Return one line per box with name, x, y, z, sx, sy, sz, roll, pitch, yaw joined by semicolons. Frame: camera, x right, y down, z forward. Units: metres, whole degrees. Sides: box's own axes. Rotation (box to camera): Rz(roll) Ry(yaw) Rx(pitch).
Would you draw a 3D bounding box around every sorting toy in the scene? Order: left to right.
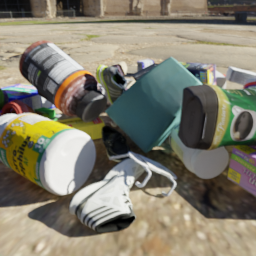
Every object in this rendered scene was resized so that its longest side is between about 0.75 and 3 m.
sorting toy;-4.017;-0.570;9.489;2.417;1.452;0.992;36;21;21

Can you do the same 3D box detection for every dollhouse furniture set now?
dollhouse furniture set;0.445;-1.085;9.666;2.747;2.177;1.950;0;39;39

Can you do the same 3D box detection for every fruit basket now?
fruit basket;-3.170;-0.227;9.972;1.116;0.565;1.205;13;46;29

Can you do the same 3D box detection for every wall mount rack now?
wall mount rack;0.349;0.995;6.730;1.639;0.611;1.424;29;8;-39

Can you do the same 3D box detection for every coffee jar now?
coffee jar;2.564;-0.257;6.425;2.806;1.463;1.197;0;22;-9

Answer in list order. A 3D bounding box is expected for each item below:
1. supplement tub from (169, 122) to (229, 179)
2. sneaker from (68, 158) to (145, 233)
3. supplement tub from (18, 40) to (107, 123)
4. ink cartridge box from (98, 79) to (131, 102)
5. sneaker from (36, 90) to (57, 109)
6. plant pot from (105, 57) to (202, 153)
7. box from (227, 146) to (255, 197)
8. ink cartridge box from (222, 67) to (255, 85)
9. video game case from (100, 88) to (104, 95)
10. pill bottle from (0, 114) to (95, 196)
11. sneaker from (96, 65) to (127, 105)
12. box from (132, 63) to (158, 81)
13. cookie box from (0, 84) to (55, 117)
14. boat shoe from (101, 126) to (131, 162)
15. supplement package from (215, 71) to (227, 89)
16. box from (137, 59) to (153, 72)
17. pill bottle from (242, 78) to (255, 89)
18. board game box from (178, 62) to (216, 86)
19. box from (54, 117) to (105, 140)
supplement tub;1.858;0.532;7.519;1.127;1.127;1.554;-6;26;-12
sneaker;-0.101;1.523;6.118;1.220;0.800;2.120;31;46;33
supplement tub;-2.078;-1.458;9.171;2.987;1.598;1.598;41;41;18
ink cartridge box;-0.324;-1.650;12.411;1.796;0.755;1.311;15;34;29
sneaker;-2.386;-1.032;10.317;2.041;0.756;0.903;22;20;-17
plant pot;0.875;-0.750;7.861;1.598;2.261;1.598;45;17;11
box;3.825;0.984;6.774;2.000;0.967;1.759;-15;29;-27
ink cartridge box;4.712;-1.751;10.288;2.221;0.484;1.928;17;21;6
video game case;-1.082;-1.195;11.344;0.093;0.806;0.734;7;10;-12
pill bottle;-2.289;0.497;7.077;2.739;1.545;1.545;18;31;35
sneaker;-0.317;-1.185;8.745;0.726;1.794;0.663;6;56;38
box;0.970;-1.728;11.431;1.101;1.488;0.776;-26;20;0
cookie box;-4.251;-1.097;11.015;1.900;0.835;2.222;10;20;21
boat shoe;-0.385;0.380;7.978;0.646;0.573;1.728;-19;26;-9
supplement package;2.922;-1.702;12.026;2.095;1.255;1.270;-3;26;-6
box;0.989;-3.431;16.100;0.926;0.852;0.486;-21;31;-37
pill bottle;3.873;-0.414;8.424;1.149;1.149;2.044;13;73;24
board game box;1.895;-1.038;8.756;1.614;1.952;0.554;15;39;37
box;-1.925;0.109;9.061;2.237;0.561;0.842;-9;27;-19
